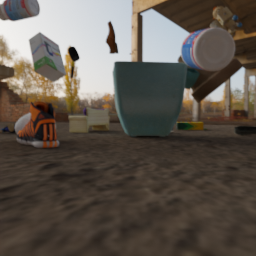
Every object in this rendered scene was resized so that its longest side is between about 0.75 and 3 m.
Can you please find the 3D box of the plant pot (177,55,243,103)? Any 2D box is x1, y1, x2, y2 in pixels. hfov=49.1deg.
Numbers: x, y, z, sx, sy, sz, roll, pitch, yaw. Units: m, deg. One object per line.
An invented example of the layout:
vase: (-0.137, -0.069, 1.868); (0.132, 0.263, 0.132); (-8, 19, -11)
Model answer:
plant pot: (3.447, -2.730, 12.579); (2.511, 2.190, 2.511); (-39, -3, -2)

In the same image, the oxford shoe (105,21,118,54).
oxford shoe: (-0.683, -3.453, 10.757); (0.445, 1.247, 0.445); (-7, 17, 5)

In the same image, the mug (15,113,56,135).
mug: (-3.202, 0.006, 9.847); (1.149, 0.967, 1.310); (-13, -24, 18)

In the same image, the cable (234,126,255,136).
cable: (6.082, 0.193, 12.153); (2.702, 0.680, 1.312); (-13, 30, 2)

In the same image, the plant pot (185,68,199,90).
plant pot: (2.489, -2.043, 11.672); (0.559, 0.790, 0.558); (8, 29, -18)

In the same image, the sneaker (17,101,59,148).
sneaker: (-2.608, -0.135, 8.149); (0.867, 1.252, 2.235); (-2, 3, -41)

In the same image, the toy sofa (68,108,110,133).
toy sofa: (-2.092, -0.452, 15.515); (1.116, 1.315, 2.695); (1, 3, 22)

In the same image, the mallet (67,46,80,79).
mallet: (-2.394, -2.699, 12.280); (0.379, 0.606, 1.839); (-19, -27, -22)

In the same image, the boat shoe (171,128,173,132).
boat shoe: (1.123, -0.087, 13.831); (2.433, 0.693, 0.813); (-1, 2, -16)

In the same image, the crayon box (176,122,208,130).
crayon box: (3.972, -0.119, 17.457); (1.876, 0.476, 1.191); (1, 2, 7)

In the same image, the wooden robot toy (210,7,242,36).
wooden robot toy: (3.128, -3.682, 9.572); (0.959, 0.988, 2.177); (-38, -11, 27)

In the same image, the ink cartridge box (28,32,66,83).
ink cartridge box: (-2.838, -2.466, 9.821); (0.618, 1.413, 1.027); (-28, -24, 19)

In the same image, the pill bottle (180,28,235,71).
pill bottle: (2.455, -2.569, 9.246); (1.271, 1.271, 2.265); (0, 15, -5)

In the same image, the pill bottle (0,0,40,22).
pill bottle: (-3.492, -3.751, 8.832); (1.266, 0.688, 0.688); (-5, 1, 18)

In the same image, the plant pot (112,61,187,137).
plant pot: (0.743, -1.101, 11.824); (2.821, 2.881, 2.829); (1, 2, -5)

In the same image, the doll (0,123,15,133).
doll: (-5.778, 0.024, 14.054); (1.276, 0.453, 1.870); (-11, 2, -33)
